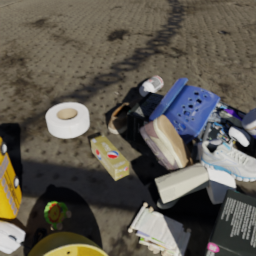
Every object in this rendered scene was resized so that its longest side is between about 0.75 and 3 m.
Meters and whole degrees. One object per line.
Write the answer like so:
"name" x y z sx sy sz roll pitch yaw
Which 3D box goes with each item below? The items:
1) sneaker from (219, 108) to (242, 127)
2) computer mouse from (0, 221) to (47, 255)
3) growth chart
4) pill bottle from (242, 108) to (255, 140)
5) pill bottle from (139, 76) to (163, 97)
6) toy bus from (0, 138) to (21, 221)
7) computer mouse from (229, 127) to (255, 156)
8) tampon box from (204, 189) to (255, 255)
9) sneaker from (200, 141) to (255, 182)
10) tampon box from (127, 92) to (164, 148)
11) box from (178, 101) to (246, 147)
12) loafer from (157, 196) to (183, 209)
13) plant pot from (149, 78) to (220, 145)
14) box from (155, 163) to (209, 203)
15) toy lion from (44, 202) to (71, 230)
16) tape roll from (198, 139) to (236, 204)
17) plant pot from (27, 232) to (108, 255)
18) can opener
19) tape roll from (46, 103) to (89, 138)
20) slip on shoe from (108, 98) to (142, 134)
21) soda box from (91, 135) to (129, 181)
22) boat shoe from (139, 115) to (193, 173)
"sneaker" 4.349 -0.496 11.400 0.576 0.402 1.158 -38 50 -17
"computer mouse" -3.568 3.278 8.314 2.272 0.498 1.246 11 41 13
"growth chart" 0.965 3.223 8.653 1.916 0.170 1.386 23 44 26
"pill bottle" 5.230 0.162 10.366 1.871 1.083 1.083 42 42 -10
"pill bottle" 1.223 -2.211 15.053 0.760 0.760 1.313 26 45 29
"toy bus" -4.110 1.578 8.590 0.916 2.815 1.102 0 38 0
"computer mouse" 4.609 0.454 11.072 1.428 0.313 0.783 31 82 -13
"tampon box" 3.451 3.303 6.909 2.890 2.166 1.825 19 42 23
"sneaker" 2.716 0.797 7.412 1.879 0.814 0.704 12 40 41
"tampon box" 0.979 -0.372 12.113 1.249 1.483 1.978 21 44 24
"box" 3.565 -0.240 12.105 2.606 0.599 2.071 32 68 32
"loafer" 1.567 2.231 9.542 1.498 0.523 0.524 -26 43 -36
"plant pot" 1.909 -0.562 10.230 1.669 1.856 1.856 37 63 2
"box" 1.642 1.669 8.530 1.539 0.632 0.526 -19 34 -2
"toy lion" -2.189 2.606 8.561 0.306 0.854 0.891 -11 18 23
"tape roll" 2.908 1.430 9.340 0.723 2.067 2.067 -12 38 7
"plant pot" -1.634 3.538 6.908 2.310 2.310 1.640 -16 15 -20
"can opener" 2.869 0.529 11.057 0.418 1.569 0.524 18 6 13
"tape roll" -2.740 -0.370 12.799 1.917 0.671 1.917 0 38 0
"slip on shoe" 0.034 -0.796 13.186 1.062 0.846 2.792 24 44 28
"soda box" -0.734 1.125 10.906 0.624 0.660 1.950 -21 43 -25
"boat shoe" 1.325 0.809 9.040 0.932 2.876 1.034 -15 39 28
